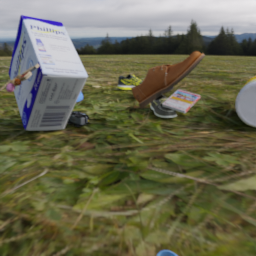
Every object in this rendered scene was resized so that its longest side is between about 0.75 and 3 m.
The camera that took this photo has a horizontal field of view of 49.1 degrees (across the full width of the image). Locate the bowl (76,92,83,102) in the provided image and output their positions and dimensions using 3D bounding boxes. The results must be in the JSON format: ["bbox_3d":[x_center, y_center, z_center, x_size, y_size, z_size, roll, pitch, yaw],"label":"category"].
[{"bbox_3d":[-3.342,-1.600,13.631,2.233,0.438,2.233,0,18,0],"label":"bowl"}]

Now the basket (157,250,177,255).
[{"bbox_3d":[0.398,1.775,2.567,0.965,0.761,1.094,18,51,42],"label":"basket"}]

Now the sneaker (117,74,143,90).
[{"bbox_3d":[0.353,-2.669,16.208,2.059,0.871,0.767,-10,21,-27],"label":"sneaker"}]

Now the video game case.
[{"bbox_3d":[2.019,-1.021,10.594,0.944,0.115,1.320,21,42,29],"label":"video game case"}]

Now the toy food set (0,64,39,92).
[{"bbox_3d":[-2.711,-1.167,6.990,1.129,0.178,0.718,-16,34,33],"label":"toy food set"}]

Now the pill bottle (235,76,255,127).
[{"bbox_3d":[4.921,-1.108,10.239,1.593,1.593,2.825,9,20,26],"label":"pill bottle"}]

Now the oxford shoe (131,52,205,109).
[{"bbox_3d":[1.218,-1.746,9.296,2.769,0.987,0.988,-33,1,25],"label":"oxford shoe"}]

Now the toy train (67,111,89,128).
[{"bbox_3d":[-2.532,-0.599,10.297,2.992,0.510,0.685,18,19,36],"label":"toy train"}]

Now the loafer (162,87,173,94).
[{"bbox_3d":[1.324,-1.849,14.238,2.129,0.777,0.756,-12,-16,-28],"label":"loafer"}]

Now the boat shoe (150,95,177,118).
[{"bbox_3d":[1.369,-0.906,11.149,0.764,0.639,2.137,-3,19,-11],"label":"boat shoe"}]

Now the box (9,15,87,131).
[{"bbox_3d":[-2.587,-1.621,8.590,1.345,2.358,2.564,-3,53,-36],"label":"box"}]
